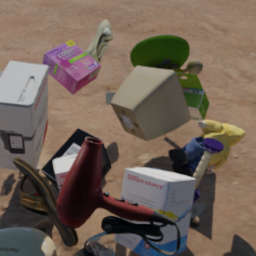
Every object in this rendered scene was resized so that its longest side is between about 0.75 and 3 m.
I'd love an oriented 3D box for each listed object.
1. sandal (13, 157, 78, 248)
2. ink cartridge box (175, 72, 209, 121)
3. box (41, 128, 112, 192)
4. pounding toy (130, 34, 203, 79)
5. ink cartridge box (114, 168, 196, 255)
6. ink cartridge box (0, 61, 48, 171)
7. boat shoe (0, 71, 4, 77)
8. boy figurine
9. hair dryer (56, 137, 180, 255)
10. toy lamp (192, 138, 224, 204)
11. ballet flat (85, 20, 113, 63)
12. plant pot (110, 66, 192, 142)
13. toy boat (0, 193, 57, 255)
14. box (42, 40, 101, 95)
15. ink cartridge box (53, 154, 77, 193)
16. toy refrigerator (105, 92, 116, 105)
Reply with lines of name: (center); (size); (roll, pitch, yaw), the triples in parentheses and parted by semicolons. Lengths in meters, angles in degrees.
sandal: (-2.103, 1.815, 6.650); (0.694, 1.039, 2.543); (-31, 88, -28)
ink cartridge box: (1.854, -1.126, 10.025); (1.585, 2.145, 0.812); (13, 75, 31)
box: (-1.297, 1.086, 7.513); (0.923, 1.463, 1.488); (26, 62, 25)
pounding toy: (1.403, -2.119, 10.439); (2.208, 2.860, 1.327); (-17, 67, 35)
ink cartridge box: (0.630, 1.864, 6.420); (1.244, 1.696, 1.238); (9, 0, 41)
ink cartridge box: (-3.255, -0.330, 8.675); (1.186, 2.844, 2.065); (8, 43, -7)
boat shoe: (-4.031, -1.663, 9.782); (0.399, 0.437, 1.215); (-22, -6, 16)
boy figurine: (2.311, 0.443, 7.910); (2.489, 1.548, 0.802); (-27, 15, -28)
hair dryer: (-0.341, 1.410, 5.269); (1.999, 2.625, 0.713); (-23, 8, 2)
toy lamp: (1.718, 1.160, 6.912); (0.559, 1.919, 0.559); (13, 26, -7)
ballet flat: (-1.033, -3.565, 11.572); (0.783, 0.783, 2.253); (15, 69, 18)
plant pot: (0.530, -0.595, 8.016); (1.487, 1.678, 1.680); (-41, 35, -21)
toy boat: (-2.767, 3.106, 7.832); (2.073, 1.146, 2.466); (5, 47, 12)
box: (-2.075, -2.255, 10.326); (1.581, 0.764, 1.390); (40, 50, 6)
ink cartridge box: (-1.067, 1.150, 5.948); (0.820, 1.133, 0.478); (-12, 34, -13)
toy refrigerator: (-0.467, -0.904, 8.632); (0.347, 0.377, 0.992); (-3, 6, 7)
